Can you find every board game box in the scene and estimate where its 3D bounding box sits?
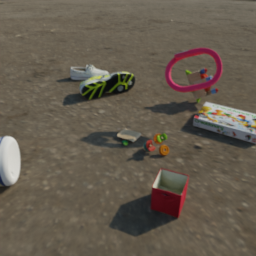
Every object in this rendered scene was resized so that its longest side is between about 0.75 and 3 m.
[{"bbox_3d":[3.990,-0.256,11.058,2.446,0.423,1.544,18,36,25],"label":"board game box"}]

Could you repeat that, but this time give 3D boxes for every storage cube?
[{"bbox_3d":[1.118,1.735,7.514,0.801,0.842,0.937,12,33,19],"label":"storage cube"}]

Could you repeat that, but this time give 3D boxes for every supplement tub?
[{"bbox_3d":[-4.319,1.011,8.089,2.004,1.447,1.447,-3,32,-7],"label":"supplement tub"}]

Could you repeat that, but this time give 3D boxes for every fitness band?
[{"bbox_3d":[2.416,-2.139,10.485,2.103,1.511,0.394,-11,0,17],"label":"fitness band"}]

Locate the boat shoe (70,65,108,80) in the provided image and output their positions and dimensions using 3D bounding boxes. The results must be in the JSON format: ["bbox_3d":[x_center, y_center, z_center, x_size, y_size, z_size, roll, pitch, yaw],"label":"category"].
[{"bbox_3d":[-2.124,-3.074,15.314,2.091,0.730,0.741,0,32,0],"label":"boat shoe"}]

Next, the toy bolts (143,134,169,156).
[{"bbox_3d":[0.931,0.650,9.711,0.834,0.796,0.578,-17,-4,-20],"label":"toy bolts"}]

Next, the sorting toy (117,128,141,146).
[{"bbox_3d":[-0.045,0.357,10.382,0.711,0.141,0.961,20,35,25],"label":"sorting toy"}]

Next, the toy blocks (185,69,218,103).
[{"bbox_3d":[3.318,-1.985,12.451,1.068,1.562,0.780,-15,9,37],"label":"toy blocks"}]

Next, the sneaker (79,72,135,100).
[{"bbox_3d":[-1.015,-2.245,13.675,2.888,1.089,1.103,-13,35,-22],"label":"sneaker"}]
